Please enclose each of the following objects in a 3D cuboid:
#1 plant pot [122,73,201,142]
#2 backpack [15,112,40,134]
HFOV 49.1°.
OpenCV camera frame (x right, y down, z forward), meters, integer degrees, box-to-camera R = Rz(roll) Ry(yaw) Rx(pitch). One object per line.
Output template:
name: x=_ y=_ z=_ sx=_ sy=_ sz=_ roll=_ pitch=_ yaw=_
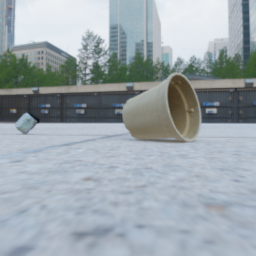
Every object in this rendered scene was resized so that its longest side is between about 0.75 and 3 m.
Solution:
plant pot: x=0.858 y=-0.411 z=7.906 sx=1.707 sy=1.864 sz=1.864 roll=-13 pitch=-7 yaw=38
backpack: x=-4.094 y=-0.198 z=11.328 sx=0.568 sy=0.898 sz=0.749 roll=49 pitch=-13 yaw=-34
